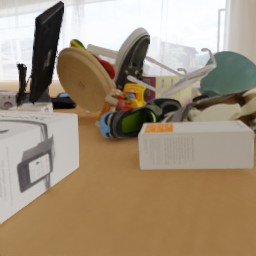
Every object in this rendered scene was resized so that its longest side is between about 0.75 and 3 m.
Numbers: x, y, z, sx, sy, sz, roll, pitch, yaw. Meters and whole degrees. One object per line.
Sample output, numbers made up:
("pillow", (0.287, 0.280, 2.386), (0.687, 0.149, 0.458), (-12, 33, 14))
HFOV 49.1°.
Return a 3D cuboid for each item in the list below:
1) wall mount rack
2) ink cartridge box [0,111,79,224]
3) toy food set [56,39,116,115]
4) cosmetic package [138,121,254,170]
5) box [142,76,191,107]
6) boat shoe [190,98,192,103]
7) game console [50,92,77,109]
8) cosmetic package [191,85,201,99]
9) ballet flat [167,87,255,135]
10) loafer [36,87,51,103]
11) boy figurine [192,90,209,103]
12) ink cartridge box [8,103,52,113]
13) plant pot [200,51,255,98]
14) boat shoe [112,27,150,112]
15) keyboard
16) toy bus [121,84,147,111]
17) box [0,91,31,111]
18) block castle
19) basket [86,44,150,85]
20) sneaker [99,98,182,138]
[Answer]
("wall mount rack", (0.747, -0.923, 4.819), (1.239, 0.532, 1.426), (-17, -6, -23))
("ink cartridge box", (-1.772, 0.358, 3.487), (1.569, 0.901, 2.160), (3, 12, 16))
("toy food set", (-1.181, -1.364, 8.213), (0.561, 2.308, 2.285), (-46, -6, -33))
("cosmetic package", (1.036, 0.258, 4.509), (1.656, 0.590, 0.840), (-2, 12, 8))
("box", (1.210, -0.979, 8.847), (1.489, 1.310, 0.720), (-8, 14, -32))
("boat shoe", (1.546, -0.969, 10.257), (0.666, 0.772, 2.115), (-42, 41, -15))
("game console", (-2.852, -1.244, 11.863), (1.453, 0.297, 2.463), (4, 17, -5))
("cosmetic package", (2.483, -1.330, 11.701), (1.333, 0.822, 1.337), (8, 14, 33))
("ballet flat", (2.208, -0.296, 5.627), (2.834, 1.019, 1.019), (-15, 15, -11))
("loafer", (-2.937, -1.334, 9.315), (0.638, 1.774, 0.559), (-5, -2, -34))
("boy figurine", (1.994, -0.556, 7.862), (0.507, 0.978, 1.573), (-12, -4, 7))
("ink cartridge box", (-2.814, -0.415, 8.191), (0.837, 0.482, 1.446), (0, 12, 0))
("plant pot", (3.530, -1.501, 10.365), (1.468, 2.180, 2.180), (-48, 34, -19))
("boat shoe", (0.053, -1.580, 8.485), (0.817, 2.886, 0.990), (45, 41, 20))
("keyboard", (-2.324, -1.608, 7.122), (0.304, 2.948, 1.873), (27, 52, -2))
("toy bus", (0.072, -0.626, 7.901), (0.739, 1.089, 1.045), (8, 20, 16))
("box", (-3.944, -0.774, 9.079), (1.423, 0.816, 0.940), (3, 12, 15))
("block castle", (-0.308, -0.457, 7.027), (0.621, 0.884, 1.323), (23, 17, -2))
("basket", (-0.476, -2.031, 10.854), (1.785, 1.625, 2.634), (20, 10, 18))
("sneaker", (0.439, -0.170, 6.439), (2.201, 0.780, 0.912), (-16, 18, -32))
